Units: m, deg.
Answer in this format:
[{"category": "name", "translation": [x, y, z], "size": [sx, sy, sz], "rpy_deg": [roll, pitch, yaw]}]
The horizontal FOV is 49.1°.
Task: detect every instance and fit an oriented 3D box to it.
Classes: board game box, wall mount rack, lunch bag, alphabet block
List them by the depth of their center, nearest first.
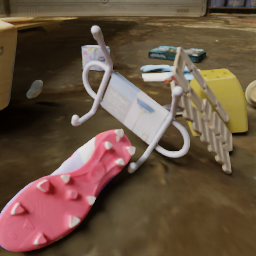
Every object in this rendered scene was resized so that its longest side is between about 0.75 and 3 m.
[{"category": "wall mount rack", "translation": [-0.010, -0.429, 4.845], "size": [2.594, 2.254, 0.967], "rpy_deg": [39, 45, 13]}, {"category": "alphabet block", "translation": [-4.365, -1.433, 6.541], "size": [2.400, 2.413, 2.458], "rpy_deg": [17, 27, -1]}, {"category": "lunch bag", "translation": [-1.340, -3.001, 11.980], "size": [1.166, 0.989, 0.741], "rpy_deg": [10, 25, 17]}, {"category": "board game box", "translation": [2.525, -3.769, 14.256], "size": [2.532, 0.357, 1.713], "rpy_deg": [13, 29, 25]}]

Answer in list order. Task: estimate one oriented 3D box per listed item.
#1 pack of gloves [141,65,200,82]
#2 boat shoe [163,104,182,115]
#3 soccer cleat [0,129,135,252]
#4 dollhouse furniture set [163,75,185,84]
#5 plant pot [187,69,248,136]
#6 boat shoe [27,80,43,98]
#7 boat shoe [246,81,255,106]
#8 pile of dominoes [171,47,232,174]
[{"category": "pack of gloves", "translation": [1.800, -2.439, 11.426], "size": [2.519, 0.497, 2.117], "rpy_deg": [-2, 27, -4]}, {"category": "boat shoe", "translation": [1.596, -0.707, 7.887], "size": [1.509, 0.473, 0.548], "rpy_deg": [-10, 23, -21]}, {"category": "soccer cleat", "translation": [-0.910, 0.907, 4.495], "size": [1.020, 0.890, 2.668], "rpy_deg": [-28, 10, 47]}, {"category": "dollhouse furniture set", "translation": [1.563, -1.678, 9.786], "size": [0.411, 0.311, 0.765], "rpy_deg": [-39, 10, -34]}, {"category": "plant pot", "translation": [2.099, -0.706, 6.844], "size": [1.279, 1.309, 1.271], "rpy_deg": [-7, 26, 4]}, {"category": "boat shoe", "translation": [-2.714, -1.164, 8.331], "size": [0.826, 0.304, 0.276], "rpy_deg": [-29, -9, 37]}, {"category": "boat shoe", "translation": [4.525, -0.822, 7.321], "size": [2.735, 0.998, 0.860], "rpy_deg": [16, 7, 27]}, {"category": "pile of dominoes", "translation": [1.372, -0.303, 5.459], "size": [0.344, 2.161, 1.685], "rpy_deg": [-25, 28, 35]}]
